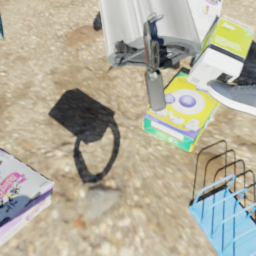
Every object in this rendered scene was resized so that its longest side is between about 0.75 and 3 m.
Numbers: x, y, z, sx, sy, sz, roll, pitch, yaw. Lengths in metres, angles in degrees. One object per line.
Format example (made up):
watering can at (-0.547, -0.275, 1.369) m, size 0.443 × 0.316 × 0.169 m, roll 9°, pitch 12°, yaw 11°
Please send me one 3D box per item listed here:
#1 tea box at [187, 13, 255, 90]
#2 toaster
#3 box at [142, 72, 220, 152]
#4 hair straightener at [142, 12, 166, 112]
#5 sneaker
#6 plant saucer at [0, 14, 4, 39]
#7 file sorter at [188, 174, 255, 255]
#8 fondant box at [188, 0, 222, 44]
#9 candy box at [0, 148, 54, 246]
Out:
tea box at (2.466, -1.950, 7.598) m, size 0.984 × 1.473 × 1.449 m, roll 25°, pitch 79°, yaw 0°
toaster at (0.448, -2.536, 6.841) m, size 2.901 × 1.648 × 1.873 m, roll -9°, pitch 85°, yaw -43°
box at (1.909, -0.721, 9.000) m, size 1.697 × 0.699 × 2.892 m, roll 26°, pitch 53°, yaw 20°
hair straightener at (0.523, -1.144, 5.229) m, size 0.383 × 1.874 × 0.721 m, roll -7°, pitch 29°, yaw -4°
sneaker at (3.160, -1.102, 6.457) m, size 2.375 × 1.716 × 0.903 m, roll 26°, pitch 31°, yaw 26°
plant saucer at (-2.980, -2.560, 6.170) m, size 0.213 × 1.183 × 1.183 m, roll -10°, pitch 50°, yaw -15°
file sorter at (2.402, 2.107, 6.336) m, size 1.179 × 1.042 × 1.699 m, roll -21°, pitch 53°, yaw -16°
fondant box at (2.075, -4.053, 8.890) m, size 1.802 × 0.728 × 2.498 m, roll 14°, pitch 87°, yaw -29°
candy box at (-2.538, 1.121, 4.980) m, size 1.825 × 0.653 × 1.531 m, roll 28°, pitch 32°, yaw 15°
